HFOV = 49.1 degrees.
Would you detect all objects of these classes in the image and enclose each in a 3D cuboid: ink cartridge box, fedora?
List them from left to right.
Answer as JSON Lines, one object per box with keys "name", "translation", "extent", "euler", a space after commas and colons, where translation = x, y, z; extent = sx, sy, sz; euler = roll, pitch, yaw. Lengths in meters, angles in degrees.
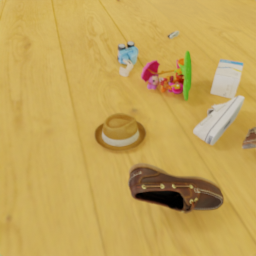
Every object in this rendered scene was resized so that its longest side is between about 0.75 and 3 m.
{"name": "fedora", "translation": [-0.267, 0.008, 9.402], "extent": [1.782, 0.727, 1.782], "euler": [1, 41, 0]}
{"name": "ink cartridge box", "translation": [4.060, -2.022, 11.503], "extent": [0.965, 0.982, 1.334], "euler": [15, 44, 17]}

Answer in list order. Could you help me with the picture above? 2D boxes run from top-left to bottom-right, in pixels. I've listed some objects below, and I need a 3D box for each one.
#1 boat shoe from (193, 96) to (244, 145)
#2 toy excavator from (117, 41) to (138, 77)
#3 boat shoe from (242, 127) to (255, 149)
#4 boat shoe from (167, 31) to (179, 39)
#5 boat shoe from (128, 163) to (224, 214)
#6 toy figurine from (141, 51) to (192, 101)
{"name": "boat shoe", "translation": [3.198, -0.459, 9.758], "extent": [0.852, 0.959, 2.607], "euler": [31, 49, 26]}
{"name": "toy excavator", "translation": [0.000, -3.170, 13.062], "extent": [1.562, 0.802, 1.606], "euler": [-25, 56, -24]}
{"name": "boat shoe", "translation": [3.926, 0.277, 8.718], "extent": [0.634, 0.601, 1.673], "euler": [-14, -2, 38]}
{"name": "boat shoe", "translation": [2.530, -5.241, 15.675], "extent": [0.835, 0.295, 0.266], "euler": [-35, 53, -31]}
{"name": "boat shoe", "translation": [1.229, 1.679, 6.942], "extent": [2.636, 0.928, 0.927], "euler": [15, 30, -13]}
{"name": "toy figurine", "translation": [1.506, -2.058, 11.575], "extent": [1.991, 1.624, 2.163], "euler": [0, 64, 21]}
